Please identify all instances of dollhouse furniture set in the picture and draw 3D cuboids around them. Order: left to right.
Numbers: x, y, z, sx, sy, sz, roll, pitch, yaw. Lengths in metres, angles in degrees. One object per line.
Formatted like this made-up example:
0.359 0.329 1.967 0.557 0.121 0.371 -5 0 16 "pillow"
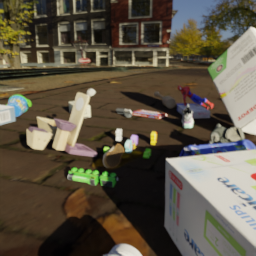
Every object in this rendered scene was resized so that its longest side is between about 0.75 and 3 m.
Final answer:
-2.032 -0.486 7.732 1.928 1.727 2.433 13 6 -43 "dollhouse furniture set"

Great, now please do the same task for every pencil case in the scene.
2.056 0.701 6.479 1.901 0.742 0.826 -5 52 -22 "pencil case"

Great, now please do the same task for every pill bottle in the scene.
-0.215 1.773 2.976 0.620 0.620 1.113 6 17 21 "pill bottle"

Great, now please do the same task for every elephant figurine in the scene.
2.856 0.415 7.573 1.198 0.930 0.848 7 5 31 "elephant figurine"

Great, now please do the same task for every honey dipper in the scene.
1.841 -1.616 15.021 0.541 0.541 2.846 -3 18 -10 "honey dipper"

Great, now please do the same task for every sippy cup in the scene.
-4.901 -0.902 12.251 0.900 1.146 0.840 38 17 -21 "sippy cup"

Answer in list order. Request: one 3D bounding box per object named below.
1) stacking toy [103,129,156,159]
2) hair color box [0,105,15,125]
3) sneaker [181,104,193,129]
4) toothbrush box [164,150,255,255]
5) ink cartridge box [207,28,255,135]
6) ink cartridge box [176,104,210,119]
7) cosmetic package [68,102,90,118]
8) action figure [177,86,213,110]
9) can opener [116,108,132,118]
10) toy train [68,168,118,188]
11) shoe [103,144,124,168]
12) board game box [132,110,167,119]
0.105 0.434 8.196 1.257 0.392 1.667 4 17 13 "stacking toy"
-5.712 -0.562 11.258 2.108 0.639 1.043 8 18 25 "hair color box"
2.271 -0.508 10.680 0.458 0.823 1.177 -3 15 7 "sneaker"
2.252 1.209 3.781 2.980 1.283 2.169 -5 16 -13 "toothbrush box"
4.191 -1.497 9.319 1.200 2.070 2.858 11 50 -33 "ink cartridge box"
2.848 -0.780 12.564 1.047 0.368 1.755 -2 18 -7 "ink cartridge box"
-2.152 -0.811 12.327 0.641 0.541 1.240 -8 18 -24 "cosmetic package"
2.901 -1.201 12.609 1.826 0.904 0.596 34 -31 -9 "action figure"
-0.197 -0.679 12.277 0.348 0.276 1.048 -39 30 -25 "can opener"
-0.798 1.098 6.135 1.171 0.244 0.330 4 27 17 "toy train"
-0.407 0.771 7.195 0.311 0.408 1.167 -35 4 23 "shoe"
0.931 -0.601 12.338 1.405 0.137 0.723 11 18 35 "board game box"
